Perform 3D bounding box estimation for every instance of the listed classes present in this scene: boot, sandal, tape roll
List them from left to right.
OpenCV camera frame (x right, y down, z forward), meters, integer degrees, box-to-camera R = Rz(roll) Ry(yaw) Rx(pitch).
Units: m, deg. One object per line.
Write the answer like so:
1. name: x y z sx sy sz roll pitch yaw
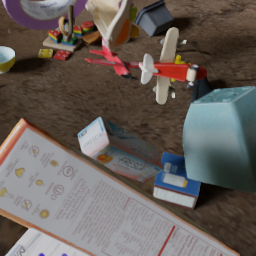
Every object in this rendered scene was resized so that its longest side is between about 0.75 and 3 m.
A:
1. tape roll: -2.231 -3.775 7.561 2.333 2.333 0.765 -21 73 -18
2. sandal: -1.182 -1.932 5.284 0.268 0.981 0.401 -1 83 -20
3. boot: -1.122 -3.740 11.597 1.312 0.449 1.235 -30 54 -30
4. boot: 2.826 -1.117 9.120 1.430 0.650 1.701 9 55 13

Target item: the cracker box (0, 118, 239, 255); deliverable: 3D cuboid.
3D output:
1. cracker box: -0.282 0.910 3.379 2.680 1.795 0.773 36 80 -20

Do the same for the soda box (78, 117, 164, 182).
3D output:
1. soda box: -0.068 0.490 5.488 0.603 1.896 0.648 -36 53 19

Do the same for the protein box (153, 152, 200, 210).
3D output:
1. protein box: 1.237 1.293 6.920 1.023 0.690 1.016 14 49 12

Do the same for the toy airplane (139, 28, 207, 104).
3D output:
1. toy airplane: 0.989 -1.479 6.941 1.468 1.462 1.036 -34 20 23

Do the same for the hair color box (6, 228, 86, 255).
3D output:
1. hair color box: -0.991 3.167 5.054 2.975 0.964 1.626 26 54 19

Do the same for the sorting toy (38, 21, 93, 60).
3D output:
1. sorting toy: -2.667 -3.858 11.740 1.427 0.501 2.961 15 50 13

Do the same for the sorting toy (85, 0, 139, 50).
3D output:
1. sorting toy: -0.360 -4.118 8.326 1.399 2.358 2.620 -13 57 -21

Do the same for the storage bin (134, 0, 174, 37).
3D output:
1. storage bin: 1.176 -4.684 12.252 1.503 1.094 1.009 -33 83 -27

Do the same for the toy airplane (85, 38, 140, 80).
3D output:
1. toy airplane: -0.378 -1.793 7.437 1.954 0.359 1.954 14 35 -10

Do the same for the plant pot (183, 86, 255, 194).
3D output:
1. plant pot: 1.953 0.072 5.317 1.502 1.529 1.497 -28 19 -32

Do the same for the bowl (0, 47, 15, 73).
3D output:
1. bowl: -4.705 -2.401 10.320 1.175 0.632 1.175 0 47 0
